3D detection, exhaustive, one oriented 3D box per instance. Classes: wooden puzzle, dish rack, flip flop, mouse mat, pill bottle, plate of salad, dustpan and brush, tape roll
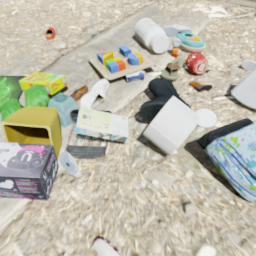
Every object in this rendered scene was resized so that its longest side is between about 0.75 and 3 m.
[{"bbox_3d":[-0.342,-3.330,13.585,2.717,0.629,2.517,-17,38,-18],"label":"wooden puzzle"},{"bbox_3d":[-1.442,0.212,10.165,1.618,0.575,2.109,1,43,3],"label":"dish rack"},{"bbox_3d":[2.166,-2.917,13.461,0.855,0.607,2.108,19,46,19],"label":"flip flop"},{"bbox_3d":[-5.792,-1.571,12.406,2.220,0.104,2.759,0,44,-1],"label":"mouse mat"},{"bbox_3d":[1.301,-4.958,15.166,1.242,1.242,2.172,-16,45,-16],"label":"pill bottle"},{"bbox_3d":[3.015,-0.366,10.994,0.897,0.215,0.897,-1,56,2],"label":"plate of salad"},{"bbox_3d":[5.771,-1.063,10.966,0.814,1.985,2.844,-17,63,-46],"label":"dustpan and brush"},{"bbox_3d":[1.446,-0.057,9.396,1.163,1.694,1.694,39,51,4],"label":"tape roll"}]

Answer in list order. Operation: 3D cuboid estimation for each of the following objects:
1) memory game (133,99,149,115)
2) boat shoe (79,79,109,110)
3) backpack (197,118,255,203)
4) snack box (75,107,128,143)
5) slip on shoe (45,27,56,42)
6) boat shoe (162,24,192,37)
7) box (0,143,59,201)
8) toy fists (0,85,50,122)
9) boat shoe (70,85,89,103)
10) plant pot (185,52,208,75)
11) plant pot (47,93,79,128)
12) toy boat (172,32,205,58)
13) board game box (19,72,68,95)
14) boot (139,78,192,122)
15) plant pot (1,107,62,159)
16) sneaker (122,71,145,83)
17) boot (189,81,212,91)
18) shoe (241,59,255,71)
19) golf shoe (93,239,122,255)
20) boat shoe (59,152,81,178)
[{"bbox_3d":[0.739,-0.843,11.647,1.101,0.070,1.101,0,44,0],"label":"memory game"},{"bbox_3d":[-1.251,-1.325,11.738,0.670,0.684,1.932,21,52,19],"label":"boat shoe"},{"bbox_3d":[3.702,0.981,8.442,2.072,1.953,2.540,-15,75,-25],"label":"backpack"},{"bbox_3d":[-0.894,-0.108,9.886,1.807,0.335,1.050,12,42,-11],"label":"snack box"},{"bbox_3d":[-4.552,-5.563,16.384,0.587,0.485,1.584,-5,42,-3],"label":"slip on shoe"},{"bbox_3d":[2.867,-5.844,16.565,1.747,0.645,0.745,1,43,-2],"label":"boat shoe"},{"bbox_3d":[-3.365,1.280,8.558,2.056,1.180,1.359,3,43,3],"label":"box"},{"bbox_3d":[-3.948,-0.771,10.724,2.061,0.709,1.051,-30,47,1],"label":"toy fists"},{"bbox_3d":[-2.204,-1.449,12.005,0.461,0.433,1.282,28,49,26],"label":"boat shoe"},{"bbox_3d":[3.289,-3.056,13.310,0.915,0.915,0.833,-9,38,-10],"label":"plant pot"},{"bbox_3d":[-2.546,-0.785,10.925,0.958,0.976,0.956,23,47,22],"label":"plant pot"},{"bbox_3d":[3.091,-4.525,14.899,2.130,0.990,1.790,-32,53,-30],"label":"toy boat"},{"bbox_3d":[-3.694,-1.960,12.170,1.958,0.466,0.994,12,40,32],"label":"board game box"},{"bbox_3d":[1.167,-1.189,11.214,2.344,0.895,1.969,-3,43,-27],"label":"boot"},{"bbox_3d":[-3.093,0.083,9.661,1.585,1.574,1.621,4,35,5],"label":"plant pot"},{"bbox_3d":[0.196,-2.351,13.032,1.118,0.452,0.646,10,47,20],"label":"sneaker"},{"bbox_3d":[3.303,-1.924,12.731,0.788,0.287,0.837,-17,34,-18],"label":"boot"},{"bbox_3d":[6.266,-3.158,13.838,1.396,0.499,0.635,10,43,3],"label":"shoe"},{"bbox_3d":[-0.372,3.444,6.664,0.817,0.672,1.785,-33,51,-26],"label":"golf shoe"},{"bbox_3d":[-1.834,1.226,9.117,0.446,0.514,1.206,-45,41,-8],"label":"boat shoe"}]
